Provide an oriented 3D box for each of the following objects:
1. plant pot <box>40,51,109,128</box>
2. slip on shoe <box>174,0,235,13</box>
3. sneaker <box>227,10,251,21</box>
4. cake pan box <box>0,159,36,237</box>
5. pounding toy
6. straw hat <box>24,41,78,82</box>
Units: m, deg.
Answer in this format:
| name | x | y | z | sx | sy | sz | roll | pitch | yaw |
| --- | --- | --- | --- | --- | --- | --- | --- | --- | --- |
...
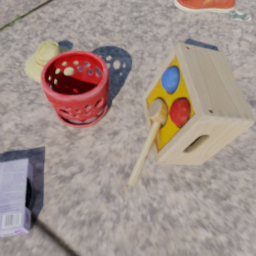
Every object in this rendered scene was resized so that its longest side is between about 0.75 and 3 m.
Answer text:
| name | x | y | z | sx | sy | sz | roll | pitch | yaw |
| --- | --- | --- | --- | --- | --- | --- | --- | --- | --- |
| plant pot | -1.534 | -1.122 | 8.683 | 1.953 | 1.778 | 1.953 | 0 | 59 | 0 |
| slip on shoe | 3.451 | -5.749 | 12.567 | 2.725 | 0.834 | 1.009 | 3 | 57 | 4 |
| sneaker | 4.852 | -4.853 | 12.255 | 1.071 | 0.377 | 0.429 | 32 | 24 | 32 |
| cake pan box | -3.567 | 1.872 | 7.372 | 2.117 | 0.554 | 1.949 | -9 | 57 | -4 |
| pounding toy | 1.313 | -0.215 | 7.689 | 2.131 | 2.998 | 2.760 | 6 | 55 | -23 |
| straw hat | -2.940 | -2.722 | 10.411 | 2.086 | 0.883 | 2.086 | 0 | 55 | -1 |
